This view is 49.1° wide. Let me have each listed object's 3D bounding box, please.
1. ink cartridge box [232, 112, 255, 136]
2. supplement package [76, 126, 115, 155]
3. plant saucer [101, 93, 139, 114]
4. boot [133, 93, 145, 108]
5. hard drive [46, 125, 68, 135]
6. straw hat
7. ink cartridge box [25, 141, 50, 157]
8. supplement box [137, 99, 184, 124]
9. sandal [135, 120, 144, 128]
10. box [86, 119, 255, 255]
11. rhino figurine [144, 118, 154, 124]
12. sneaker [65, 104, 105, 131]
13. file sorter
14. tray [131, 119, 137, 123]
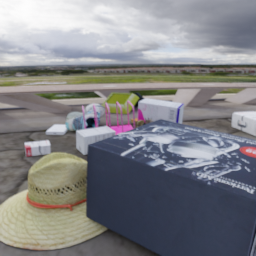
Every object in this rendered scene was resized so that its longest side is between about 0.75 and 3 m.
[{"bbox_3d":[5.660,-0.212,12.444,1.276,0.743,1.752,-3,16,-13],"label":"ink cartridge box"},{"bbox_3d":[-1.137,0.429,9.924,1.231,0.674,0.700,-9,22,-30],"label":"supplement package"},{"bbox_3d":[-0.585,-1.603,17.069,1.986,0.476,1.989,6,37,22],"label":"plant saucer"},{"bbox_3d":[0.000,-1.848,18.851,1.789,0.808,2.183,-5,19,-19],"label":"boot"},{"bbox_3d":[-3.093,0.078,12.486,0.778,0.155,1.180,1,14,3],"label":"hard drive"},{"bbox_3d":[-1.437,1.187,6.008,2.873,1.216,2.873,1,15,0],"label":"straw hat"},{"bbox_3d":[-3.115,0.707,9.645,0.808,0.335,0.593,-5,15,-20],"label":"ink cartridge box"},{"bbox_3d":[1.559,-0.724,13.491,2.012,1.018,1.040,11,21,20],"label":"supplement box"},{"bbox_3d":[0.492,-0.034,12.744,0.456,0.307,1.136,-3,28,9],"label":"sandal"},{"bbox_3d":[1.183,1.045,5.425,2.986,1.554,2.719,14,20,32],"label":"box"},{"bbox_3d":[0.910,-0.024,10.729,0.306,0.448,1.024,4,44,-38],"label":"rhino figurine"},{"bbox_3d":[-1.698,-0.353,13.013,1.122,1.008,2.598,18,28,23],"label":"sneaker"},{"bbox_3d":[-0.805,-0.303,11.238,2.038,1.278,1.416,-6,17,-9],"label":"file sorter"},{"bbox_3d":[0.696,-0.378,14.235,1.021,0.189,0.504,-8,17,-32],"label":"tray"}]
